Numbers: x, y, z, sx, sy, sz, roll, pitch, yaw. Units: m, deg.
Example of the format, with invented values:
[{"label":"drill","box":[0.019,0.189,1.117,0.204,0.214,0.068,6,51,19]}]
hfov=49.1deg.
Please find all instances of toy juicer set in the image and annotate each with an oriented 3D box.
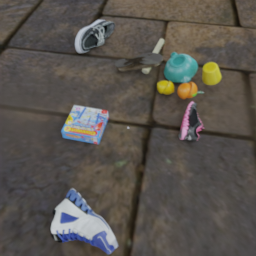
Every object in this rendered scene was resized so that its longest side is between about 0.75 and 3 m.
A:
[{"label":"toy juicer set","box":[1.629,-1.941,10.065,1.894,0.810,2.977,-44,53,-8]}]

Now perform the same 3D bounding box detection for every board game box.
[{"label":"board game box","box":[-1.311,-0.115,8.670,1.153,0.322,1.129,9,50,8]}]

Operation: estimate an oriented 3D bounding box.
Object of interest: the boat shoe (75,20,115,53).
[{"label":"boat shoe","box":[-1.279,-3.738,11.430,0.787,0.851,2.305,10,40,26]}]

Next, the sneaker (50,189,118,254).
[{"label":"sneaker","box":[-1.143,2.335,6.395,1.062,0.743,1.839,-38,52,-24]}]

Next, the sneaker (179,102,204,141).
[{"label":"sneaker","box":[2.014,-0.170,8.623,0.676,0.560,1.418,15,59,8]}]

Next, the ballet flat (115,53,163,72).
[{"label":"ballet flat","box":[0.398,-2.349,10.282,1.796,0.416,0.605,-7,56,17]}]
